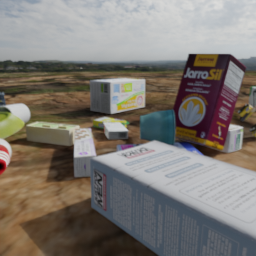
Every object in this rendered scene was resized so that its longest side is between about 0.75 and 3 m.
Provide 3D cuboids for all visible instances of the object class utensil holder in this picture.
[{"bbox_3d":[-4.009,-0.421,9.759,0.797,0.797,0.938,4,12,17],"label":"utensil holder"}]

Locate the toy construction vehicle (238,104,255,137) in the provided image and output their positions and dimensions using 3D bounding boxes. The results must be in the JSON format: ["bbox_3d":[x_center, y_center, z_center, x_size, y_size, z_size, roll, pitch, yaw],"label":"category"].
[{"bbox_3d":[3.783,-0.313,8.061,0.995,1.143,0.403,34,35,-7],"label":"toy construction vehicle"}]

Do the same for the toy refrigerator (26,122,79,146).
[{"bbox_3d":[-2.167,0.136,8.067,1.465,0.512,0.556,6,15,21],"label":"toy refrigerator"}]

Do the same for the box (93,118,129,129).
[{"bbox_3d":[-0.579,-0.130,9.650,1.137,0.275,0.667,9,16,37],"label":"box"}]

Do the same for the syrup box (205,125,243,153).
[{"bbox_3d":[2.318,0.170,7.738,0.622,0.602,1.528,-11,18,-36],"label":"syrup box"}]

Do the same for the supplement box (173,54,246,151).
[{"bbox_3d":[1.941,-0.670,7.054,0.941,2.197,1.212,17,-1,-45],"label":"supplement box"}]

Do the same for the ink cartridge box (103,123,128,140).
[{"bbox_3d":[-0.427,0.079,8.727,0.597,0.276,1.096,-1,14,-15],"label":"ink cartridge box"}]

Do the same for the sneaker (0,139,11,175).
[{"bbox_3d":[-3.490,0.641,5.342,2.308,0.904,1.333,-7,14,-21],"label":"sneaker"}]

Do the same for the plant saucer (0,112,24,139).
[{"bbox_3d":[-4.247,0.037,7.791,2.545,0.395,2.545,-9,18,3],"label":"plant saucer"}]

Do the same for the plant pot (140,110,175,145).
[{"bbox_3d":[0.643,-0.005,6.382,0.764,0.813,0.813,-1,14,1],"label":"plant pot"}]

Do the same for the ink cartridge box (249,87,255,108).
[{"bbox_3d":[6.211,-1.405,13.236,0.561,0.990,1.351,1,13,6],"label":"ink cartridge box"}]

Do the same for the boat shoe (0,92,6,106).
[{"bbox_3d":[-6.470,-1.150,12.438,1.927,0.875,0.682,-5,15,-21],"label":"boat shoe"}]

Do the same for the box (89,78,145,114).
[{"bbox_3d":[-0.428,-1.524,12.851,1.254,1.392,2.475,11,18,38],"label":"box"}]

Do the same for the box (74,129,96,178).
[{"bbox_3d":[-1.063,0.505,6.708,0.449,0.480,2.319,-3,13,-10],"label":"box"}]

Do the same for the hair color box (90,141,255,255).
[{"bbox_3d":[0.888,1.025,3.752,1.448,0.887,2.925,-12,19,-39],"label":"hair color box"}]

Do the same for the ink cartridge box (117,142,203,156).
[{"bbox_3d":[0.833,0.679,6.155,2.096,0.440,1.251,0,14,-7],"label":"ink cartridge box"}]
